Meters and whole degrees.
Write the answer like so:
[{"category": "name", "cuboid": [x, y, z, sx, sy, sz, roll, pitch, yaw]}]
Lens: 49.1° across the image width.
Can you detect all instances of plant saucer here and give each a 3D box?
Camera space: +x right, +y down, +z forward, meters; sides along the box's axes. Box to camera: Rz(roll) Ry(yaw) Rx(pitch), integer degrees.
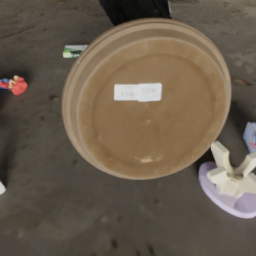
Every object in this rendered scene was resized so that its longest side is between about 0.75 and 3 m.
[{"category": "plant saucer", "cuboid": [0.367, -0.244, 4.460, 2.800, 2.800, 0.412, -6, 28, -7]}]

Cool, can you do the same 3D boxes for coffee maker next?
[{"category": "coffee maker", "cuboid": [0.413, -3.015, 8.514, 1.914, 2.842, 2.730, -31, 2, 30]}]

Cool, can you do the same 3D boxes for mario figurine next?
[{"category": "mario figurine", "cuboid": [-4.766, -1.868, 11.231, 1.576, 0.835, 0.973, 9, 41, 15]}]

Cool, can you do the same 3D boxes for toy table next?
[{"category": "toy table", "cuboid": [2.580, 1.223, 7.026, 1.687, 1.074, 1.835, -26, 46, -29]}]

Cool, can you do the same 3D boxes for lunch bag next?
[{"category": "lunch bag", "cuboid": [4.175, 0.422, 8.315, 1.050, 0.787, 1.238, 0, 44, 2]}]

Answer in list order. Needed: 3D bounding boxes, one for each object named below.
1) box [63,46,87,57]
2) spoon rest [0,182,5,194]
[{"category": "box", "cuboid": [-2.566, -3.938, 14.377, 1.410, 0.256, 1.018, -3, 37, -3]}, {"category": "spoon rest", "cuboid": [-4.421, 0.797, 7.720, 2.984, 0.904, 1.482, 31, 48, 33]}]
